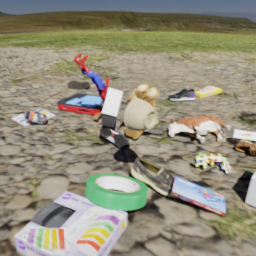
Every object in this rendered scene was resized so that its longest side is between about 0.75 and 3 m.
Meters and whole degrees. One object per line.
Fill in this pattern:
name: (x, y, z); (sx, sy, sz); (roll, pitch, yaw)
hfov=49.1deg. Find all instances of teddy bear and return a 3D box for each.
teddy bear: (0.582, -0.652, 11.293); (1.633, 2.252, 0.752); (6, 2, 38)

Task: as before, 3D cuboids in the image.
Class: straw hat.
straw hat: (0.176, -1.107, 10.643); (0.329, 0.777, 0.777); (34, 27, -4)

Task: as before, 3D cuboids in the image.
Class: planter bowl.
planter bowl: (0.402, -0.290, 7.508); (0.600, 0.891, 0.891); (20, 31, 38)

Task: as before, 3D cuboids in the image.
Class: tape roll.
tape roll: (-0.314, 1.712, 7.661); (1.689, 0.406, 1.689); (9, 8, -1)

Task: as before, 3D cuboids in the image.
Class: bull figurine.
bull figurine: (2.903, 0.011, 11.473); (2.456, 0.800, 1.491); (-11, 30, -18)

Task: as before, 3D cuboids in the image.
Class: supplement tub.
supplement tub: (-4.126, -0.469, 12.450); (0.920, 0.492, 0.492); (16, 16, -30)

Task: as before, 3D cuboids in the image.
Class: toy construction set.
toy construction set: (2.836, 1.119, 9.358); (1.223, 0.563, 0.802); (13, 3, 10)

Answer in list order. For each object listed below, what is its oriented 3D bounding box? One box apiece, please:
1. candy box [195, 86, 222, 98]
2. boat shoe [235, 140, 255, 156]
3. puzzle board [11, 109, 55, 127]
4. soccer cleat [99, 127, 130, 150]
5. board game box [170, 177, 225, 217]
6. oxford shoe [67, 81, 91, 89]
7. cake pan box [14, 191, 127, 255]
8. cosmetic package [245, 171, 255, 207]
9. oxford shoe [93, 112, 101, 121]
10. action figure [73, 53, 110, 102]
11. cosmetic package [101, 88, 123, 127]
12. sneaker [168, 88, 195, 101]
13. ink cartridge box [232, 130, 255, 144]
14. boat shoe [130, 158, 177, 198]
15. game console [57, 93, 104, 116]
candy box: (4.616, -2.160, 16.716); (1.848, 0.244, 0.944); (-17, 32, -32)
boat shoe: (4.572, 0.828, 10.115); (0.475, 0.506, 1.406); (-27, 29, -35)
puzzle board: (-4.514, -0.539, 13.389); (1.244, 0.144, 1.650); (20, 32, 37)
soccer cleat: (-0.479, 0.421, 10.932); (1.416, 0.483, 0.518); (30, -8, 22)
board game box: (1.939, 1.873, 7.755); (1.490, 0.145, 0.767); (21, 28, 7)
oxford shoe: (-3.089, -2.670, 17.675); (1.480, 0.528, 0.527); (5, 0, 5)
cake pan box: (-1.301, 2.435, 6.628); (2.026, 0.530, 1.866); (13, 26, 25)
cosmetic package: (4.557, 1.819, 7.434); (2.362, 0.958, 1.333); (19, 31, 37)
oxford shoe: (-1.415, -0.588, 13.122); (0.310, 0.310, 0.870); (19, 21, 8)
action figure: (-1.210, -1.902, 11.850); (0.717, 2.774, 0.907); (-47, 40, -17)
cosmetic package: (-0.666, -0.729, 11.157); (0.608, 0.991, 2.402); (13, -10, -3)
sneaker: (2.991, -1.925, 15.699); (1.543, 0.676, 0.584); (-5, 26, -10)
ink cartridge box: (4.504, 0.378, 10.838); (0.839, 0.350, 0.609); (10, -17, 19)
boat shoe: (0.936, 1.461, 8.304); (1.845, 0.598, 0.675); (21, 35, 15)
game console: (-2.088, -1.340, 14.774); (2.718, 0.422, 2.404); (10, 27, 20)
